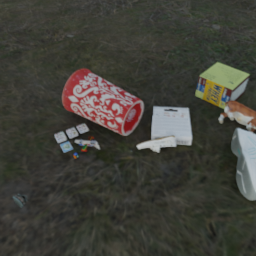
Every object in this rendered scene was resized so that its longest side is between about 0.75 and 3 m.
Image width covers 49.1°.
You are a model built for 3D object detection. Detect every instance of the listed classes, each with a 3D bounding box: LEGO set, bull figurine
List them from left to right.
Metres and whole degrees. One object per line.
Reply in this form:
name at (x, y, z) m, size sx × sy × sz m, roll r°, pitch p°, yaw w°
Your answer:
LEGO set at (-1.884, 0.562, 10.392) m, size 1.265 × 0.416 × 1.694 m, roll -22°, pitch 37°, yaw -18°
bull figurine at (4.685, -0.332, 10.955) m, size 2.182 × 0.710 × 1.324 m, roll 30°, pitch 52°, yaw 26°

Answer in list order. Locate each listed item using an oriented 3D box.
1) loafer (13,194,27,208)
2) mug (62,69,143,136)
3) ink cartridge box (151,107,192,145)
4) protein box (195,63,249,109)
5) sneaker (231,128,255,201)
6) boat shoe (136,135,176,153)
loafer at (-2.529, 1.680, 6.648) m, size 0.324 × 0.902 × 0.284 m, roll 45°, pitch 61°, yaw -2°
mug at (-0.760, -1.124, 11.079) m, size 2.755 × 1.838 × 2.446 m, roll 28°, pitch 51°, yaw 23°
ink cartridge box at (1.676, -0.118, 10.993) m, size 1.491 × 0.464 × 1.852 m, roll 4°, pitch 38°, yaw 4°
protein box at (4.136, -1.873, 12.373) m, size 1.585 × 1.077 × 1.596 m, roll 32°, pitch 51°, yaw 30°
sneaker at (4.170, 1.097, 9.199) m, size 1.166 × 1.023 × 2.909 m, roll 10°, pitch 43°, yaw 6°
boat shoe at (1.018, 0.648, 10.051) m, size 1.428 × 0.495 × 0.505 m, roll -13°, pitch 0°, yaw 12°
